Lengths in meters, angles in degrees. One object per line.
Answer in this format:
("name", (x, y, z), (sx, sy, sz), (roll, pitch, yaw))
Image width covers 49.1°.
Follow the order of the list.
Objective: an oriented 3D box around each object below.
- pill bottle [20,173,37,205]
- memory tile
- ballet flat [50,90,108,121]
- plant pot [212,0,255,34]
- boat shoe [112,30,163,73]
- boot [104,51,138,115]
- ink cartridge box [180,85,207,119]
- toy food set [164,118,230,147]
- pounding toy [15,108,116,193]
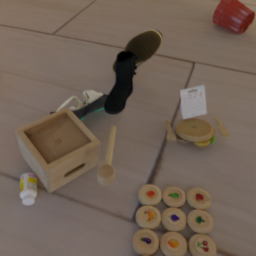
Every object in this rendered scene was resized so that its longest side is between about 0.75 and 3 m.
("pill bottle", (-2.725, 1.675, 7.652), (0.432, 0.432, 0.828), (-10, 46, -9))
("memory tile", (1.131, 2.566, 6.911), (2.017, 0.221, 2.631), (4, 46, 4))
("ballet flat", (-1.512, -0.759, 9.623), (2.640, 0.965, 0.965), (-30, 52, -25))
("plant pot", (5.454, -5.709, 14.337), (1.609, 1.609, 1.565), (-29, 60, -26))
("boat shoe", (0.370, -2.956, 10.806), (1.004, 2.743, 0.889), (48, 50, -13))
("boot", (-0.217, -1.379, 8.266), (0.628, 1.392, 1.698), (18, 44, 14))
("ink cartridge box", (2.147, -0.874, 9.363), (0.850, 1.049, 0.263), (-13, 22, -2))
("toy food set", (2.190, 0.166, 9.230), (1.953, 0.392, 1.348), (-3, 34, 1))
("pounding toy", (-1.388, 0.802, 8.018), (2.396, 1.248, 2.728), (-29, 58, -30))
